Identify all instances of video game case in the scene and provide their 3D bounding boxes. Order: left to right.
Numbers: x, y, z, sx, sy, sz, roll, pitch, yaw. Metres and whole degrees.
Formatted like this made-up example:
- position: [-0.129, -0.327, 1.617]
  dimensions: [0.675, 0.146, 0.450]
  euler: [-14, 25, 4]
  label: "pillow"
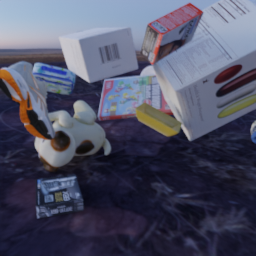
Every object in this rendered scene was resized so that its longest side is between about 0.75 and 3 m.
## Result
- position: [0.413, -1.200, 10.355]
  dimensions: [2.882, 0.251, 2.061]
  euler: [-4, 49, 11]
  label: "video game case"

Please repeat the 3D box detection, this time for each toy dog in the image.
- position: [-2.042, 0.496, 9.496]
  dimensions: [2.437, 1.754, 2.513]
  euler: [44, 29, 9]
  label: "toy dog"

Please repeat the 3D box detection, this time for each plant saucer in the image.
- position: [0.791, -0.196, 7.511]
  dimensions: [1.241, 0.301, 1.241]
  euler: [30, 19, 6]
  label: "plant saucer"

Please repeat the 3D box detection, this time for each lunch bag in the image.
- position: [-2.813, -1.823, 10.561]
  dimensions: [1.559, 0.643, 1.253]
  euler: [11, -22, -14]
  label: "lunch bag"

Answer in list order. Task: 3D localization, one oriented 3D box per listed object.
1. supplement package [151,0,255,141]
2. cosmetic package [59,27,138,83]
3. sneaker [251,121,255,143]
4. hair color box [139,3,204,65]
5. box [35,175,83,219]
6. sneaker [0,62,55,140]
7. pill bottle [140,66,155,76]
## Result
- position: [2.397, -1.580, 7.962]
  dimensions: [2.844, 2.719, 2.091]
  euler: [-27, 55, 5]
  label: "supplement package"
- position: [-0.862, -1.999, 7.284]
  dimensions: [1.312, 1.034, 2.439]
  euler: [-19, 24, -15]
  label: "cosmetic package"
- position: [6.092, 0.429, 10.526]
  dimensions: [2.910, 1.121, 1.240]
  euler: [4, 27, 35]
  label: "sneaker"
- position: [0.836, -1.816, 5.374]
  dimensions: [1.267, 0.703, 0.405]
  euler: [-36, 70, -29]
  label: "hair color box"
- position: [-1.828, 1.737, 7.308]
  dimensions: [1.111, 0.351, 1.409]
  euler: [-5, 18, -16]
  label: "box"
- position: [-2.504, -0.746, 7.726]
  dimensions: [0.883, 2.333, 1.073]
  euler: [-1, 35, 32]
  label: "sneaker"
- position: [1.371, -1.913, 12.062]
  dimensions: [1.020, 1.020, 1.817]
  euler: [14, 0, 37]
  label: "pill bottle"
